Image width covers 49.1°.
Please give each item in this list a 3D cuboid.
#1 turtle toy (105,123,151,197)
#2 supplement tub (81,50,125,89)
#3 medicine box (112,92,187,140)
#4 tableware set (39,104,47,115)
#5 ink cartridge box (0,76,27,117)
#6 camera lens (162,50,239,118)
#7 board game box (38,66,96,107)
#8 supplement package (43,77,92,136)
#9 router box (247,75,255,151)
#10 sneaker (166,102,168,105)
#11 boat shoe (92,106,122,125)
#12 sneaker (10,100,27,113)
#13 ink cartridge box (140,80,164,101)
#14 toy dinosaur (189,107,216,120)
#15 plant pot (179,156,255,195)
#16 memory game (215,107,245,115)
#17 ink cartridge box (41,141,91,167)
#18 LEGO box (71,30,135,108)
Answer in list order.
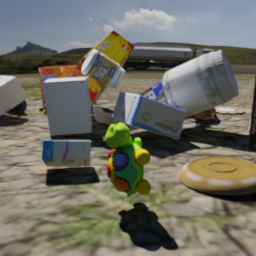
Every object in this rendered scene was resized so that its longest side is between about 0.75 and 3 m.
[{"bbox_3d":[-0.047,0.479,4.121,0.564,1.116,0.813,-4,5,-14],"label":"turtle toy"},{"bbox_3d":[-0.756,-1.757,8.531,1.134,0.821,0.821,27,2,-24],"label":"supplement tub"},{"bbox_3d":[0.558,-0.383,8.070,1.502,0.849,1.649,15,4,-24],"label":"medicine box"},{"bbox_3d":[-3.226,-0.753,11.496,0.849,0.572,0.130,22,-24,18],"label":"tableware set"},{"bbox_3d":[-5.487,-1.220,10.935,2.401,1.012,1.753,10,44,34],"label":"ink cartridge box"},{"bbox_3d":[2.198,-1.317,8.757,2.018,1.614,1.614,-21,3,28],"label":"camera lens"},{"bbox_3d":[-2.860,-1.971,13.220,1.845,1.845,1.846,9,18,44],"label":"board game box"},{"bbox_3d":[-1.799,-0.682,8.565,1.256,1.613,0.894,-4,15,-5],"label":"supplement package"},{"bbox_3d":[3.316,-0.270,5.351,1.707,2.171,0.567,22,46,38],"label":"router box"},{"bbox_3d":[2.335,-0.960,12.294,1.639,0.610,0.693,2,3,-20],"label":"sneaker"},{"bbox_3d":[-0.748,-0.434,10.027,0.475,0.551,1.516,-4,20,-39],"label":"boat shoe"},{"bbox_3d":[-4.952,-1.187,12.454,2.360,0.828,0.968,13,22,41],"label":"sneaker"},{"bbox_3d":[1.063,-1.400,11.887,1.375,0.646,0.304,-32,-34,13],"label":"ink cartridge box"},{"bbox_3d":[2.702,-0.672,10.592,1.504,1.132,2.216,27,-2,33],"label":"toy dinosaur"},{"bbox_3d":[1.760,0.818,5.258,1.598,0.220,1.598,-3,12,1],"label":"plant pot"},{"bbox_3d":[4.246,-0.749,12.201,1.588,0.101,1.588,0,14,0],"label":"memory game"},{"bbox_3d":[-1.213,0.523,5.633,0.924,0.391,0.667,-1,-21,-8],"label":"ink cartridge box"},{"bbox_3d":[-1.180,-2.155,11.020,1.147,2.213,2.972,36,44,-6],"label":"LEGO box"}]
